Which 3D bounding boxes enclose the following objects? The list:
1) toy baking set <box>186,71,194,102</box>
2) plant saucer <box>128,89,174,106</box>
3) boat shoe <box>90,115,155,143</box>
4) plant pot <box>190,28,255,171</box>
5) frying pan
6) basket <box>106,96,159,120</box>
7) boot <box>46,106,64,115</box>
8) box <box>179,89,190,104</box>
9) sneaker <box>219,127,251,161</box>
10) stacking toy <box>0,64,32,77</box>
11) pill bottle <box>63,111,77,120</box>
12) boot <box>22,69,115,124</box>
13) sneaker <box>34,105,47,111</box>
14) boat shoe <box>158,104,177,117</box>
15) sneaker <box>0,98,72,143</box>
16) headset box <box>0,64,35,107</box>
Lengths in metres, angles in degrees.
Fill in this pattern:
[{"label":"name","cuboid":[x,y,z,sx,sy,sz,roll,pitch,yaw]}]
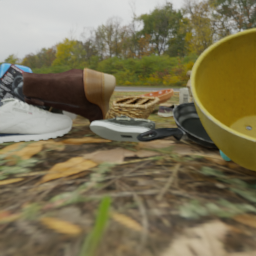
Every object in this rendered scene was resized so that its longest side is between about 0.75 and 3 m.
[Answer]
[{"label":"toy baking set","cuboid":[2.587,-1.432,11.571,0.274,1.808,2.356,4,11,20]},{"label":"plant saucer","cuboid":[0.793,-1.232,13.000,2.720,0.439,2.720,-16,11,3]},{"label":"boat shoe","cuboid":[-0.112,-0.010,5.862,1.381,0.440,0.488,8,-34,16]},{"label":"plant pot","cuboid":[1.967,-0.199,3.991,2.075,1.473,2.075,-7,52,9]},{"label":"frying pan","cuboid":[1.453,0.135,5.793,1.593,0.429,2.633,28,38,21]},{"label":"basket","cuboid":[0.089,-0.520,6.976,0.874,0.912,1.225,38,27,11]},{"label":"boot","cuboid":[-2.356,-0.437,9.608,0.957,0.536,1.383,26,-26,-13]},{"label":"box","cuboid":[3.821,-1.433,13.935,2.675,1.099,0.915,-7,12,-31]},{"label":"sneaker","cuboid":[2.190,0.204,5.188,1.471,0.671,0.571,-38,50,-26]},{"label":"stacking toy","cuboid":[-4.239,-1.396,10.366,1.078,1.140,1.964,7,-22,-27]},{"label":"pill bottle","cuboid":[-1.559,-0.726,8.416,0.530,0.530,0.914,4,51,25]},{"label":"boot","cuboid":[-1.568,-0.754,7.465,2.165,0.942,2.603,0,-22,-12]},{"label":"sneaker","cuboid":[-3.246,-0.698,10.554,1.711,0.595,0.851,16,37,19]},{"label":"boat shoe","cuboid":[1.853,-0.736,11.295,1.445,0.468,0.520,-8,20,-24]},{"label":"sneaker","cuboid":[-2.502,-0.218,6.713,2.427,0.977,0.927,-5,10,-32]},{"label":"headset box","cuboid":[-3.335,-1.055,8.439,1.228,1.650,0.637,33,-48,-21]}]
